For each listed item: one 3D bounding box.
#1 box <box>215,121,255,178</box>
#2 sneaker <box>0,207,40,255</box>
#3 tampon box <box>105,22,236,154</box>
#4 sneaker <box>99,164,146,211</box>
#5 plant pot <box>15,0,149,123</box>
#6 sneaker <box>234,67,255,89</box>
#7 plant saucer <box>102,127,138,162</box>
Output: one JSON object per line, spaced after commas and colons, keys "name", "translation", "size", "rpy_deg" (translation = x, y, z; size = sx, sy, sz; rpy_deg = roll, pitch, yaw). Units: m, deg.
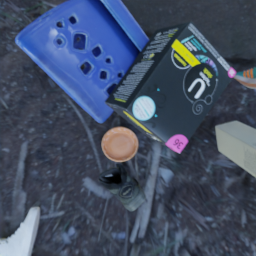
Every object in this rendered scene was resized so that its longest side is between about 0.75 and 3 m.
{"name": "box", "translation": [3.239, 0.532, 7.615], "size": [0.755, 2.207, 0.907], "rpy_deg": [-15, 108, -5]}
{"name": "sneaker", "translation": [-3.409, 3.293, 8.434], "size": [1.124, 0.716, 1.945], "rpy_deg": [10, 64, -1]}
{"name": "tampon box", "translation": [0.983, -0.974, 6.884], "size": [1.812, 1.527, 2.418], "rpy_deg": [37, 86, -25]}
{"name": "sneaker", "translation": [-0.177, 1.086, 5.731], "size": [0.582, 1.523, 0.873], "rpy_deg": [-39, 96, -6]}
{"name": "plant pot", "translation": [-1.154, -2.258, 7.939], "size": [2.622, 2.917, 2.917], "rpy_deg": [-45, 119, -3]}
{"name": "sneaker", "translation": [3.594, -1.468, 7.976], "size": [0.511, 1.431, 0.572], "rpy_deg": [32, 97, -22]}
{"name": "plant saucer", "translation": [-0.290, 0.595, 9.829], "size": [1.264, 0.237, 1.264], "rpy_deg": [0, 67, 0]}
